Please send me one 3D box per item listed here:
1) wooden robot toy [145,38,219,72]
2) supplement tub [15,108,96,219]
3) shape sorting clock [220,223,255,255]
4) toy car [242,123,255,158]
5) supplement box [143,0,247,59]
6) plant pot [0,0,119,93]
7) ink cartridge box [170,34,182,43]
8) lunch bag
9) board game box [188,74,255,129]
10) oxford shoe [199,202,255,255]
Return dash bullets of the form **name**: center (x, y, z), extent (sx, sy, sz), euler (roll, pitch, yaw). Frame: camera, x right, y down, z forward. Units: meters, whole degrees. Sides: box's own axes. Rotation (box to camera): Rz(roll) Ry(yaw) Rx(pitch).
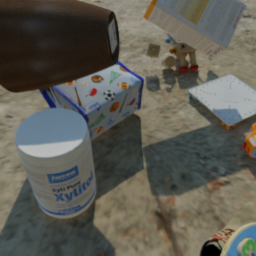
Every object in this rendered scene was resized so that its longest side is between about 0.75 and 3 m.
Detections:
- **wooden robot toy**: center (2.117, -2.967, 11.471), extent (2.953, 1.301, 1.340), euler (-6, 10, -6)
- **supplement tub**: center (-1.555, 0.879, 6.441), extent (1.527, 2.314, 1.527), euler (0, 45, 0)
- **shape sorting clock**: center (2.577, 2.999, 4.861), extent (2.590, 0.508, 2.590), euler (8, 68, -21)
- **toy car**: center (3.609, 0.123, 7.364), extent (0.836, 2.511, 1.232), euler (-16, 64, 2)
- **supplement box**: center (2.153, -3.762, 9.102), extent (2.786, 1.024, 1.756), euler (29, 79, -7)
- **plant pot**: center (-1.631, -2.141, 6.873), extent (2.665, 2.491, 2.491), euler (0, 44, 11)
- **ink cartridge box**: center (2.872, -4.738, 13.420), extent (1.824, 0.408, 1.607), euler (-11, 47, -11)
- **lunch bag**: center (-1.287, -1.221, 9.009), extent (2.374, 1.729, 2.792), euler (-35, 62, -29)
- **board game box**: center (3.521, -0.987, 9.768), extent (2.095, 0.271, 2.095), euler (-21, 48, -21)
- **oxford shoe**: center (2.105, 2.418, 5.597), extent (0.980, 1.040, 2.782), euler (-14, 25, 48)
